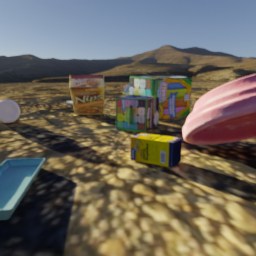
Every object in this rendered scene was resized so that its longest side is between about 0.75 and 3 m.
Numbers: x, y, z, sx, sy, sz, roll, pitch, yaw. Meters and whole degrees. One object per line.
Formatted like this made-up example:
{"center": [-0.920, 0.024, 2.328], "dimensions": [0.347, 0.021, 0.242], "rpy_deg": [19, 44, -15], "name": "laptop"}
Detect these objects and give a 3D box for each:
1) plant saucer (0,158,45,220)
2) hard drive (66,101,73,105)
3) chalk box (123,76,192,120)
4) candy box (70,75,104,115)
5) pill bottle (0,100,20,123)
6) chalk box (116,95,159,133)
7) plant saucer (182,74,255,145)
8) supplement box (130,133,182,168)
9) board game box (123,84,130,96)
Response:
{"center": [-1.654, 0.769, 3.877], "dimensions": [0.660, 0.179, 1.888], "rpy_deg": [0, 12, -5], "name": "plant saucer"}
{"center": [-2.699, -1.295, 14.467], "dimensions": [0.594, 0.120, 0.901], "rpy_deg": [-10, 14, -42], "name": "hard drive"}
{"center": [0.948, -1.113, 10.106], "dimensions": [2.337, 1.448, 1.459], "rpy_deg": [-8, 16, -32], "name": "chalk box"}
{"center": [-1.435, -1.143, 10.060], "dimensions": [1.128, 0.541, 1.955], "rpy_deg": [-2, -24, -6], "name": "candy box"}
{"center": [-3.927, -0.545, 9.015], "dimensions": [0.723, 0.723, 1.242], "rpy_deg": [-6, 7, -28], "name": "pill bottle"}
{"center": [0.213, -0.402, 7.834], "dimensions": [0.914, 0.921, 1.475], "rpy_deg": [6, 11, 23], "name": "chalk box"}
{"center": [2.245, -0.312, 5.018], "dimensions": [2.616, 0.663, 2.616], "rpy_deg": [-7, -15, -2], "name": "plant saucer"}
{"center": [0.497, 0.387, 5.061], "dimensions": [0.820, 0.449, 0.446], "rpy_deg": [6, 12, 30], "name": "supplement box"}
{"center": [0.262, -1.772, 13.945], "dimensions": [0.887, 0.883, 0.192], "rpy_deg": [-16, 0, 36], "name": "board game box"}
